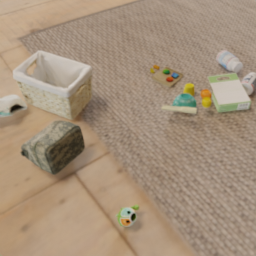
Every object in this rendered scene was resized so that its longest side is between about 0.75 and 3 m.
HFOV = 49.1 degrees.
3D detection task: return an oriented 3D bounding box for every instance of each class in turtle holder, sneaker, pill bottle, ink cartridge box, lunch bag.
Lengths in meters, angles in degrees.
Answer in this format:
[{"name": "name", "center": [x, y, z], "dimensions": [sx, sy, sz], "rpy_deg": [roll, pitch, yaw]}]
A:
[{"name": "turtle holder", "center": [0.043, 2.720, 8.613], "dimensions": [0.730, 0.518, 0.554], "rpy_deg": [-4, 81, -44]}, {"name": "sneaker", "center": [-5.239, -0.717, 11.344], "dimensions": [1.009, 0.858, 2.281], "rpy_deg": [32, 43, 31]}, {"name": "pill bottle", "center": [5.587, -2.054, 12.915], "dimensions": [0.674, 0.674, 1.127], "rpy_deg": [29, 54, 24]}, {"name": "pill bottle", "center": [5.040, -3.278, 13.891], "dimensions": [0.691, 0.691, 1.271], "rpy_deg": [-18, 46, -16]}, {"name": "ink cartridge box", "center": [4.432, -1.597, 12.510], "dimensions": [1.392, 0.459, 1.913], "rpy_deg": [-7, 49, 0]}, {"name": "lunch bag", "center": [-2.711, 0.571, 10.087], "dimensions": [1.573, 1.307, 1.875], "rpy_deg": [18, 43, 30]}]

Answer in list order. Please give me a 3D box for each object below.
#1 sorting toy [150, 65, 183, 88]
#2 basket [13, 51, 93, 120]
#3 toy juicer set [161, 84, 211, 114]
[{"name": "sorting toy", "center": [1.729, -2.633, 13.738], "dimensions": [1.614, 0.216, 1.202], "rpy_deg": [31, 55, 25]}, {"name": "basket", "center": [-3.092, -1.818, 11.986], "dimensions": [2.808, 1.732, 1.903], "rpy_deg": [21, 51, 17]}, {"name": "toy juicer set", "center": [2.655, -0.993, 11.882], "dimensions": [1.568, 0.671, 2.464], "rpy_deg": [21, 42, 28]}]
